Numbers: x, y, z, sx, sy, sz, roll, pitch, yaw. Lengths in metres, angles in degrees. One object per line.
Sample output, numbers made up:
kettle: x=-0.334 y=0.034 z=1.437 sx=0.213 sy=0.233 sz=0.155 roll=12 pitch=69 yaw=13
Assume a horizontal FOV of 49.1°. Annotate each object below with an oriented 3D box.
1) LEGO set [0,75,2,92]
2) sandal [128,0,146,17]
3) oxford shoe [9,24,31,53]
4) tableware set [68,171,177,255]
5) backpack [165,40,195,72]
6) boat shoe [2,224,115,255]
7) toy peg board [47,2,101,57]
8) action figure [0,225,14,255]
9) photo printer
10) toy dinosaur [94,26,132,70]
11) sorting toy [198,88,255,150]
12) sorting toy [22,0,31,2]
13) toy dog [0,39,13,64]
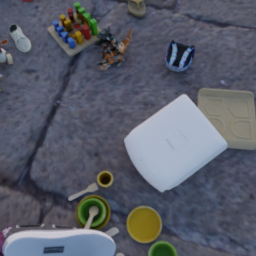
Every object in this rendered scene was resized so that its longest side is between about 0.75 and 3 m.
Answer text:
LEGO set: x=-5.073 y=-0.932 z=7.705 sx=2.259 sy=1.702 sz=2.937 roll=30 pitch=69 yaw=13
sandal: x=0.334 y=-4.680 z=10.112 sx=0.642 sy=0.432 sz=1.599 roll=3 pitch=66 yaw=1
oxford shoe: x=-3.648 y=-3.003 z=9.351 sx=0.471 sy=0.362 sz=1.253 roll=-34 pitch=68 yaw=0
tableware set: x=-0.151 y=2.418 z=6.898 sx=1.911 sy=0.435 sz=2.837 roll=-27 pitch=68 yaw=-12
backpack: x=1.597 y=-2.171 z=8.861 sx=0.863 sy=0.636 sz=0.945 roll=17 pitch=66 yaw=7
boat shoe: x=-1.511 y=2.581 z=6.343 sx=2.476 sy=0.820 sz=0.866 roll=9 pitch=99 yaw=-26
toy peg board: x=-1.796 y=-3.396 z=9.383 sx=1.435 sy=0.705 sz=1.441 roll=-35 pitch=70 yaw=-15
action figure: x=-3.115 y=2.695 z=6.544 sx=1.593 sy=1.186 sz=1.067 roll=30 pitch=80 yaw=-22
photo printer: x=1.153 y=0.441 z=7.444 sx=2.251 sy=0.782 sz=1.873 roll=-35 pitch=76 yaw=-6
toy dinosaur: x=-0.485 y=-2.613 z=9.124 sx=1.129 sy=0.850 sz=1.663 roll=42 pitch=54 yaw=-3
sorting toy: x=2.495 y=-0.295 z=8.227 sx=2.399 sy=0.321 sz=1.787 roll=5 pitch=69 yaw=4
sorting toy: x=-4.327 y=-5.294 z=10.392 sx=2.056 sy=0.713 sz=0.708 roll=16 pitch=44 yaw=5
toy dog: x=-4.215 y=-2.569 z=9.003 sx=1.292 sy=0.622 sz=0.852 roll=41 pitch=53 yaw=14
